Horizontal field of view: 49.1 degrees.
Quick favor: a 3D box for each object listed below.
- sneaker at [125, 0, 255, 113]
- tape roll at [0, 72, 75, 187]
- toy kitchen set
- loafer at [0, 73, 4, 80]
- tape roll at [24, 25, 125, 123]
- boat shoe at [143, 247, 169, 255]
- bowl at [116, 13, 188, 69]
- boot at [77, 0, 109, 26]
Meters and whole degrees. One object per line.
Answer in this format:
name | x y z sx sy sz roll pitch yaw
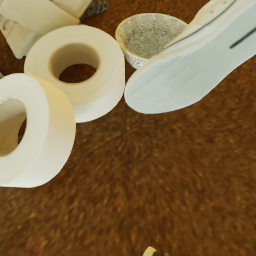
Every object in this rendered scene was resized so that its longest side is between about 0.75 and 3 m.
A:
sneaker | 1.055 -1.120 4.098 2.610 0.953 0.924 -30 33 27
tape roll | -2.387 0.064 6.250 2.470 0.864 2.470 -8 73 27
toy kitchen set | -3.002 -3.706 8.172 2.599 2.121 2.345 -47 60 19
loafer | -3.922 -1.389 8.207 0.664 0.666 1.904 -8 63 -9
tape roll | -1.428 -1.524 7.798 2.699 0.944 2.699 0 66 0
boat shoe | 0.266 3.376 4.528 0.910 0.966 2.691 17 54 17
bowl | 0.790 -2.363 8.557 2.367 1.111 2.367 2 52 -2
boot | -1.581 -4.146 9.899 2.966 1.027 2.582 47 49 6
